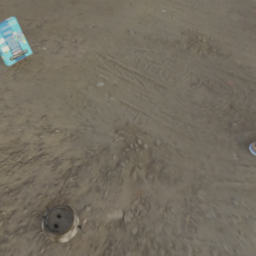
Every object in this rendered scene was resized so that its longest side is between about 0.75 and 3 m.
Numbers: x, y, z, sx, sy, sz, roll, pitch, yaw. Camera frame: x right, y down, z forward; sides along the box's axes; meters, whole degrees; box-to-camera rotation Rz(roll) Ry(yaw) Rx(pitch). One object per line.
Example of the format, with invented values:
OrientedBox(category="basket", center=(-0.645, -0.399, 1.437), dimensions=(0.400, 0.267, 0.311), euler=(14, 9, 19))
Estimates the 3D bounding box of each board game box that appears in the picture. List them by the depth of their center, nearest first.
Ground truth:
OrientedBox(category="board game box", center=(-5.375, -3.932, 12.770), dimensions=(0.408, 1.739, 1.313), euler=(23, 52, 41))

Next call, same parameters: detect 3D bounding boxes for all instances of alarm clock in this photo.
OrientedBox(category="alarm clock", center=(-1.749, 2.688, 7.850), dimensions=(1.459, 0.486, 0.984), euler=(9, 49, 3))

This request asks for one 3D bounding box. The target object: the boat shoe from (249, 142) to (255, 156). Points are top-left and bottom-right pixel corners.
OrientedBox(category="boat shoe", center=(5.166, 0.595, 9.518), dimensions=(1.936, 0.700, 0.699), euler=(1, 49, 1))
